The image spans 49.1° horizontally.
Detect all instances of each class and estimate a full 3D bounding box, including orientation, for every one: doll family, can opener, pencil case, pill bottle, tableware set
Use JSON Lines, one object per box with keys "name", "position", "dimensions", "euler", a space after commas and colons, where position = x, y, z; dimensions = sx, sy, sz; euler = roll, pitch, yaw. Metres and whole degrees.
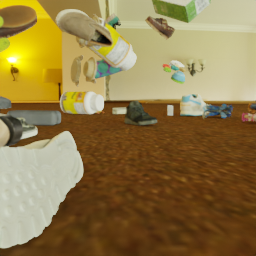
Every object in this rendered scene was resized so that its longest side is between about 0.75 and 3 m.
{"name": "doll family", "position": [5.367, -0.719, 10.346], "dimensions": [2.358, 1.062, 1.463], "euler": [-6, 9, -42]}
{"name": "can opener", "position": [-3.878, -0.627, 9.850], "dimensions": [2.986, 0.998, 0.796], "euler": [1, 7, 8]}
{"name": "pencil case", "position": [-0.708, -2.535, 11.134], "dimensions": [1.680, 0.776, 0.715], "euler": [-17, 26, 6]}
{"name": "pill bottle", "position": [-2.430, -1.343, 14.891], "dimensions": [2.178, 1.190, 1.190], "euler": [3, 8, 24]}
{"name": "tableware set", "position": [-1.294, -2.319, 8.562], "dimensions": [0.255, 2.195, 1.833], "euler": [3, 13, -32]}
{"name": "pill bottle", "position": [-0.585, -2.761, 9.543], "dimensions": [1.855, 1.013, 1.013], "euler": [33, -15, -36]}

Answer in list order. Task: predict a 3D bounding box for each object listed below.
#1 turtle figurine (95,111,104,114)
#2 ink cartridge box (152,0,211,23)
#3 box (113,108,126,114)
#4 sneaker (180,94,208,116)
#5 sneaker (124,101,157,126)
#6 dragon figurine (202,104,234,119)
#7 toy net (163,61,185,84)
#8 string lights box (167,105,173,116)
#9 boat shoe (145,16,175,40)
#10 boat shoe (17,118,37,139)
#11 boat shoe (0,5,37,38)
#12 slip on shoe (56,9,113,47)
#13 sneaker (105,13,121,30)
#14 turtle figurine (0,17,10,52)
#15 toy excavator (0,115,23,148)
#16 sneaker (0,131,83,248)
{"name": "turtle figurine", "position": [-1.831, -0.977, 15.503], "dimensions": [0.836, 0.334, 1.036], "euler": [1, 7, 11]}
{"name": "ink cartridge box", "position": [1.375, -3.846, 8.353], "dimensions": [0.986, 0.563, 1.899], "euler": [-44, 50, -12]}
{"name": "box", "position": [-0.362, -0.931, 15.167], "dimensions": [0.951, 0.325, 0.391], "euler": [-7, 10, -44]}
{"name": "sneaker", "position": [3.508, -1.194, 14.318], "dimensions": [1.005, 1.061, 2.628], "euler": [3, 6, 34]}
{"name": "sneaker", "position": [0.407, -0.514, 9.757], "dimensions": [0.556, 0.833, 1.454], "euler": [-7, 12, -37]}
{"name": "dragon figurine", "position": [4.043, -0.764, 12.514], "dimensions": [1.067, 0.632, 2.147], "euler": [4, 7, 31]}
{"name": "toy net", "position": [1.759, -2.274, 10.923], "dimensions": [0.949, 0.349, 1.809], "euler": [18, 29, -2]}
{"name": "string lights box", "position": [2.150, -0.912, 14.299], "dimensions": [0.284, 0.496, 0.965], "euler": [1, 7, 7]}
{"name": "boat shoe", "position": [0.958, -3.026, 8.252], "dimensions": [0.433, 0.434, 1.232], "euler": [-45, -26, 23]}
{"name": "boat shoe", "position": [-2.669, -0.002, 6.909], "dimensions": [0.524, 0.471, 1.481], "euler": [1, 7, 6]}
{"name": "boat shoe", "position": [-3.567, -2.870, 7.909], "dimensions": [2.038, 0.717, 0.717], "euler": [-17, -15, -11]}
{"name": "slip on shoe", "position": [-0.671, -1.581, 4.572], "dimensions": [1.045, 0.397, 0.317], "euler": [12, 40, -50]}
{"name": "sneaker", "position": [-0.904, -4.066, 11.539], "dimensions": [1.441, 0.576, 0.514], "euler": [-24, 27, 41]}
{"name": "turtle figurine", "position": [-3.154, -2.045, 6.198], "dimensions": [1.393, 1.728, 0.556], "euler": [21, 26, 36]}
{"name": "toy excavator", "position": [-2.878, 0.145, 4.023], "dimensions": [1.911, 1.965, 0.982], "euler": [45, 12, 4]}
{"name": "sneaker", "position": [-1.039, 0.519, 2.446], "dimensions": [0.753, 0.715, 1.871], "euler": [-14, 2, 13]}
